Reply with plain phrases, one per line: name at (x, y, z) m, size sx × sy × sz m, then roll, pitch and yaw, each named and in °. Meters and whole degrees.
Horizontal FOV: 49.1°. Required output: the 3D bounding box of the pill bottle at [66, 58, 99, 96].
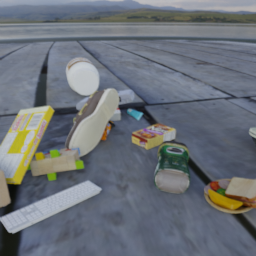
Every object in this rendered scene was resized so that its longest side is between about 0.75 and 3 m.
pill bottle at (-2.310, -2.603, 14.270) m, size 1.578 × 1.578 × 2.760 m, roll -6°, pitch 23°, yaw -13°

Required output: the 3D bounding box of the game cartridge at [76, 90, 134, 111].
game cartridge at (-0.887, -1.158, 11.577) m, size 2.246 × 0.459 × 1.495 m, roll -9°, pitch 10°, yaw 7°

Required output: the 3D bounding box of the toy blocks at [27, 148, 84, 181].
toy blocks at (-1.842, 0.840, 7.382) m, size 1.484 × 0.742 × 1.015 m, roll -9°, pitch 10°, yaw 3°

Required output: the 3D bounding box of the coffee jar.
coffee jar at (1.120, 0.917, 7.048) m, size 0.830 × 0.679 × 1.591 m, roll 9°, pitch 25°, yaw 7°

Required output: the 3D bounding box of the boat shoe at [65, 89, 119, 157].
boat shoe at (-1.194, -0.221, 8.634) m, size 0.777 × 0.938 × 2.611 m, roll 6°, pitch 52°, yaw 34°

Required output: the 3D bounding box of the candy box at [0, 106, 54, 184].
candy box at (-2.752, 0.389, 7.147) m, size 1.116 × 0.288 × 2.183 m, roll -6°, pitch 51°, yaw 30°

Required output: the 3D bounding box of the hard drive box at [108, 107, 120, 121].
hard drive box at (-0.764, -0.532, 10.972) m, size 0.855 × 0.328 × 0.666 m, roll -4°, pitch 24°, yaw -10°

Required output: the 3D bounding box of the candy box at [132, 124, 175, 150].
candy box at (0.834, 0.251, 9.076) m, size 1.283 × 0.362 × 0.749 m, roll -17°, pitch 27°, yaw -38°

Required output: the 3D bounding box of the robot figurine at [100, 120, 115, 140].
robot figurine at (-1.032, -0.038, 9.604) m, size 1.103 × 0.443 × 1.521 m, roll 1°, pitch 25°, yaw 3°

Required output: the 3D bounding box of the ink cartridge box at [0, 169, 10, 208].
ink cartridge box at (-3.988, 1.424, 5.614) m, size 1.929 × 0.879 × 2.341 m, roll 13°, pitch 25°, yaw 31°

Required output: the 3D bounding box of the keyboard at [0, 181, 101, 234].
keyboard at (-1.608, 1.641, 6.090) m, size 2.121 × 0.113 × 0.597 m, roll -18°, pitch 28°, yaw -37°

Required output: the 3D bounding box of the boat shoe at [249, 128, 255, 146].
boat shoe at (4.073, 0.561, 7.727) m, size 1.039 × 0.867 × 2.786 m, roll -1°, pitch 15°, yaw 3°

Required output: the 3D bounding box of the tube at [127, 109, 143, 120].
tube at (0.259, -0.553, 11.129) m, size 0.210 × 0.322 × 0.832 m, roll 28°, pitch 2°, yaw -37°

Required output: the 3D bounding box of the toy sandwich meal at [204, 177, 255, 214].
toy sandwich meal at (2.277, 1.385, 6.118) m, size 1.234 × 0.423 × 1.234 m, roll -7°, pitch 26°, yaw 3°
